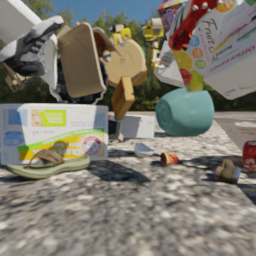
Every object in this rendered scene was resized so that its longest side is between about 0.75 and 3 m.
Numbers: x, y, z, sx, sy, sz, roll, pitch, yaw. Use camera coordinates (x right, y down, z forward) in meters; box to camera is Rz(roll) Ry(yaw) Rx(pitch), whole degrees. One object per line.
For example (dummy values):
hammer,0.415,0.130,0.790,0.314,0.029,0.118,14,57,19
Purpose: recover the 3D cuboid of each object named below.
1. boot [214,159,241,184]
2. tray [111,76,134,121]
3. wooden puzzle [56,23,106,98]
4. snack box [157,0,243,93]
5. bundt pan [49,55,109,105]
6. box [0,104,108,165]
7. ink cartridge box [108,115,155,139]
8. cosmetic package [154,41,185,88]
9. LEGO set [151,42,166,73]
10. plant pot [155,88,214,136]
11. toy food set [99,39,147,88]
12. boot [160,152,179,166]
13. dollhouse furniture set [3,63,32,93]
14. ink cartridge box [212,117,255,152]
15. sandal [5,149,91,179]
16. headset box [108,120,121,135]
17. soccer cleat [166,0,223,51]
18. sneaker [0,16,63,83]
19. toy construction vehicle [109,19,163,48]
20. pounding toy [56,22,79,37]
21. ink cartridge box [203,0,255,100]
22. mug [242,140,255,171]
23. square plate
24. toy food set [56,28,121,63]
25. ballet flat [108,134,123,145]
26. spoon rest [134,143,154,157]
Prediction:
boot,2.303,0.997,6.258,0.492,0.379,1.014,17,21,32
tray,-0.268,-1.135,11.278,0.382,1.017,2.061,-6,-17,-18
wooden puzzle,-1.048,-1.426,6.171,0.264,1.419,1.312,-23,13,-41
snack box,2.189,-2.292,7.561,1.950,2.742,0.726,-3,44,33
bundt pan,-1.726,-1.678,9.848,2.089,2.089,0.784,0,3,-4
box,-2.175,0.116,8.457,2.970,1.671,1.505,-1,5,-17
ink cartridge box,0.072,-0.129,14.720,1.941,1.126,2.630,3,5,-13
cosmetic package,2.042,-2.524,11.532,1.383,1.392,1.663,19,5,16
LEGO set,1.135,-2.505,10.200,0.461,1.237,0.569,1,-24,-17
plant pot,2.774,-0.789,14.869,2.182,2.719,2.719,-10,8,-23
toy food set,-0.293,-2.825,12.001,2.227,2.205,0.542,-12,9,-11
boot,1.177,0.856,7.776,0.507,0.355,0.946,5,4,2
dollhouse furniture set,-3.949,-2.144,10.364,1.026,1.020,1.455,-39,13,-31
ink cartridge box,3.684,0.190,7.565,1.909,0.594,2.372,6,-28,50
sandal,-1.869,0.786,6.732,0.862,0.619,2.170,4,6,42
headset box,-1.257,0.020,12.200,1.498,0.798,1.720,13,-7,-20
soccer cleat,1.311,-2.357,5.618,0.594,1.733,0.738,13,40,-26
sneaker,-1.574,-1.369,4.988,1.302,0.741,0.491,-34,24,1
toy construction vehicle,0.369,-3.093,9.300,1.850,0.748,2.125,-7,15,-12
pounding toy,-2.126,-3.544,10.819,0.488,1.066,0.936,43,5,14
ink cartridge box,2.392,-1.662,5.500,0.784,1.866,1.351,30,-25,-19
mug,3.472,0.571,6.609,1.376,1.221,0.918,-1,44,45
square plate,-2.708,-2.426,7.141,0.370,2.602,2.577,-46,-1,-20
toy food set,-1.505,-2.598,10.218,2.201,0.665,1.580,-23,-20,13
ballet flat,-0.848,0.497,11.339,1.289,0.433,0.439,-9,-38,2
spoon rest,0.435,0.709,9.260,0.632,0.386,1.273,-1,4,-12
